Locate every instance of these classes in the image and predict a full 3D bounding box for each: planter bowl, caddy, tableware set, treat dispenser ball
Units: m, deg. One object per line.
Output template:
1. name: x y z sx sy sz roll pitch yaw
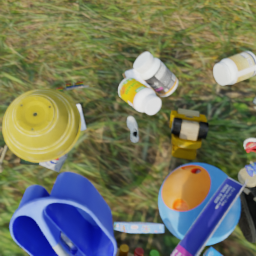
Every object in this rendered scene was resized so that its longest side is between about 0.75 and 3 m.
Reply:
1. planter bowl: -2.466 -0.236 7.714 2.255 0.939 2.255 1 74 -3
2. caddy: -1.542 2.592 7.115 2.098 2.968 1.558 -23 31 11
3. tableware set: 4.001 1.767 8.513 0.909 0.276 1.375 -48 60 -1
4. treat dispenser ball: 2.302 2.465 9.230 2.608 2.608 2.608 0 57 0

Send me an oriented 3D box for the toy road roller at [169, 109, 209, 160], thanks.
1. toy road roller: 2.372 0.275 11.540 1.415 1.681 2.303 9 20 6

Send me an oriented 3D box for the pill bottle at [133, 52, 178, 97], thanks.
1. pill bottle: 0.881 -1.702 8.964 0.824 1.416 0.824 -34 36 29

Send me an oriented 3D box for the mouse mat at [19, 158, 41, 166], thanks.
1. mouse mat: -3.670 1.015 11.647 1.478 0.056 1.189 2 57 2

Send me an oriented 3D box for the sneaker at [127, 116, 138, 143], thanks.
1. sneaker: 0.200 0.018 10.228 0.370 0.400 0.986 -12 75 -9

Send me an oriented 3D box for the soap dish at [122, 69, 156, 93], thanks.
1. soap dish: 0.804 -2.215 13.334 1.822 0.740 1.433 -18 59 -11

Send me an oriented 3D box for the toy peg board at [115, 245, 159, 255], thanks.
1. toy peg board: -0.169 4.334 8.240 2.203 1.082 2.212 17 27 13

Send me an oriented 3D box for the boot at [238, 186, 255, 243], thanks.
1. boot: 4.754 2.917 9.939 1.616 0.814 2.162 -1 57 -1

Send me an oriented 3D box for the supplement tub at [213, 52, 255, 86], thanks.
1. supplement tub: 5.125 -2.816 13.412 1.744 1.259 1.259 -21 59 -13

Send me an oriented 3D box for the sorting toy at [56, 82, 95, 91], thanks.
1. sorting toy: -1.830 -1.507 9.970 1.386 0.234 0.668 -16 12 -41

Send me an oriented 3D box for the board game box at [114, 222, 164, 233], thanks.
1. board game box: 0.222 2.378 6.702 0.859 1.136 0.208 7 73 -18

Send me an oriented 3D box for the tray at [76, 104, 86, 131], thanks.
1. tray: -2.382 -0.392 12.493 0.777 0.160 1.447 -14 58 -8

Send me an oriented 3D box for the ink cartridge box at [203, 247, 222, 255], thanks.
1. ink cartridge box: 2.942 4.871 8.707 1.782 0.751 1.301 34 63 20

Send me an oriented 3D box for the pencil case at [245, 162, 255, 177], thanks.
1. pencil case: 3.280 0.916 6.850 0.776 0.337 0.303 -26 81 2

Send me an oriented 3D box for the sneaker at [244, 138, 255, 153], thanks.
1. sneaker: 4.290 0.650 8.903 1.207 0.465 0.512 1 64 3

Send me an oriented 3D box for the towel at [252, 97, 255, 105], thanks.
1. towel: 6.409 -1.266 13.060 0.948 0.164 0.912 31 62 18

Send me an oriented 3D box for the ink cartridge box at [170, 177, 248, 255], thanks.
1. ink cartridge box: 1.789 2.338 6.583 0.525 2.422 2.378 34 73 26

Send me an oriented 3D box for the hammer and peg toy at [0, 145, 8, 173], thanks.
1. hammer and peg toy: -5.565 1.208 11.194 1.717 0.605 1.263 15 57 10

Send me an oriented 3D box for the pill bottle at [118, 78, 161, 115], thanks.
1. pill bottle: 0.363 -0.961 8.632 0.772 0.772 1.390 -30 44 -18

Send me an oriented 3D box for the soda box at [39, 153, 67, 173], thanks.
1. soda box: -2.488 0.716 9.528 0.687 2.013 0.639 27 100 -17
